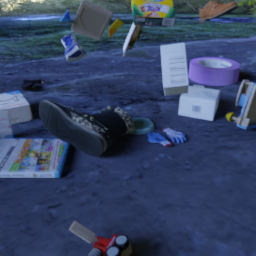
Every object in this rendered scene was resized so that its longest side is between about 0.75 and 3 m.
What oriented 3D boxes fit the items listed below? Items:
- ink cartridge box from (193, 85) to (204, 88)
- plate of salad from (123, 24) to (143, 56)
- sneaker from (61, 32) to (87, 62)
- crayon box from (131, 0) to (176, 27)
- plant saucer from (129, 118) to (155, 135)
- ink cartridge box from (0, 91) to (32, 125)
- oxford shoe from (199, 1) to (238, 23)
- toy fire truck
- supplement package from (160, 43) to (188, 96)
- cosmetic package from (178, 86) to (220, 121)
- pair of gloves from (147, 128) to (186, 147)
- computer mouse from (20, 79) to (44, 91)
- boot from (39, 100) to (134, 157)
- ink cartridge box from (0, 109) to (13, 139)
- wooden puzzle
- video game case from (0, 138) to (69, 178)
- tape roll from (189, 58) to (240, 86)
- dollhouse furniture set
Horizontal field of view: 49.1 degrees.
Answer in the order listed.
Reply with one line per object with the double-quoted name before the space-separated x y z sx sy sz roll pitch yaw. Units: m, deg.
"ink cartridge box" 3.520 -1.876 14.138 0.573 0.325 0.782 9 30 16
"plate of salad" 0.274 -4.020 12.226 0.479 1.993 1.993 23 29 -4
"sneaker" -2.102 -2.967 10.206 0.679 0.970 1.680 -33 8 7
"crayon box" 0.993 -4.736 11.264 1.620 0.472 1.398 0 61 -6
"plant saucer" 0.418 -0.119 11.072 1.276 0.175 1.276 1 28 0
"ink cartridge box" -4.943 -0.850 11.808 1.285 0.742 1.761 -17 33 -28
"oxford shoe" 3.290 -4.476 10.527 0.684 0.684 1.918 -21 16 -21
"toy fire truck" -0.704 2.529 5.672 1.270 0.817 1.118 5 27 32
"supplement package" 1.200 -1.498 7.256 0.629 1.148 0.653 -5 -14 10
"cosmetic package" 3.096 -1.109 12.136 1.458 0.899 1.463 12 29 20
"pair of gloves" 1.389 0.355 10.226 1.359 0.155 1.092 -16 31 -29
"computer mouse" -5.055 -2.252 14.846 1.157 0.379 1.648 -7 21 -13
"boot" -1.465 -0.277 10.138 3.031 1.094 2.289 31 34 22
"ink cartridge box" -4.582 -0.145 9.957 0.730 1.268 0.430 -10 31 -19
"wooden puzzle" -1.049 -3.101 8.145 1.605 1.082 0.188 19 44 -29
"video game case" -3.405 0.920 8.997 2.739 0.244 1.960 0 28 -2
"tape roll" 4.933 -3.290 16.153 2.761 0.906 2.761 1 28 0
"dollhouse furniture set" 4.821 -1.501 11.138 2.677 2.527 1.747 -8 27 -39
